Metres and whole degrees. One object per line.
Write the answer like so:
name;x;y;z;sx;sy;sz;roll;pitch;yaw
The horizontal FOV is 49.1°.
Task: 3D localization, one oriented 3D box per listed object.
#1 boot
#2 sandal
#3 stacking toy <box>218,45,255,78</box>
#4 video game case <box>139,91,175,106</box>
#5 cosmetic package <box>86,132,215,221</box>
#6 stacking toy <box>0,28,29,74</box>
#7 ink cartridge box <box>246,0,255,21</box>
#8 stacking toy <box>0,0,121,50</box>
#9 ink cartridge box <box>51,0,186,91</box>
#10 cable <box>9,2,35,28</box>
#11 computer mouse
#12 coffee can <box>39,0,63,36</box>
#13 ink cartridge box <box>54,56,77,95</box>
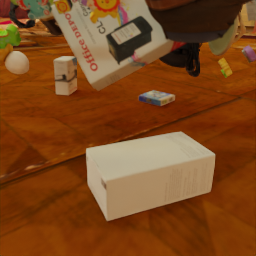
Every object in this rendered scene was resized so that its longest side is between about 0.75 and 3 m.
boot;1.846;-2.449;5.204;2.996;1.119;1.452;-2;-21;17
sandal;2.894;-2.974;7.931;0.973;1.085;2.958;19;47;-19
stacking toy;2.768;-1.707;6.459;1.346;0.420;1.786;-32;-2;20
video game case;1.061;-1.111;10.321;0.998;0.227;0.904;19;29;37
cosmetic package;0.380;0.781;5.142;2.091;0.848;1.180;-10;25;-19
stacking toy;-3.375;-1.999;6.672;2.185;1.597;1.597;37;18;-15
ink cartridge box;2.826;-3.178;5.626;0.467;1.864;1.500;-21;21;1
stacking toy;-1.380;-2.513;5.350;2.634;0.619;1.986;-11;45;11
ink cartridge box;-0.089;-2.550;6.964;2.910;2.121;1.205;-29;1;2
cable;-3.252;-3.463;8.663;0.258;1.014;0.828;-22;-24;34
computer mouse;1.391;-2.447;8.452;0.606;1.592;2.299;-6;19;-19
coffee can;-2.327;-3.697;8.276;1.131;1.131;1.545;13;-18;28
ink cartridge box;-2.470;-2.089;11.170;0.573;1.361;0.984;7;24;9
